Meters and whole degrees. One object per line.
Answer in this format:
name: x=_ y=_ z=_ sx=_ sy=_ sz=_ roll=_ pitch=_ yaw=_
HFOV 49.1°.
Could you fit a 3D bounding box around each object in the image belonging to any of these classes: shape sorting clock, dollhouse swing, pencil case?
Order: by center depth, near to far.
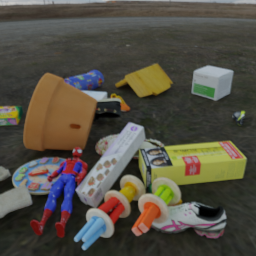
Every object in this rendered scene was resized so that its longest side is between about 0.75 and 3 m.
shape sorting clock: x=-2.351 y=1.312 z=8.031 sx=1.821 sy=0.357 sz=1.821 roll=0 pitch=28 yaw=0
pencil case: x=-2.307 y=-2.313 z=14.314 sx=1.011 sy=0.908 sz=2.327 roll=40 pitch=42 yaw=18
dollhouse swing: x=0.743 y=-2.197 z=14.714 sx=1.918 sy=1.855 sz=2.110 roll=53 pitch=44 yaw=5

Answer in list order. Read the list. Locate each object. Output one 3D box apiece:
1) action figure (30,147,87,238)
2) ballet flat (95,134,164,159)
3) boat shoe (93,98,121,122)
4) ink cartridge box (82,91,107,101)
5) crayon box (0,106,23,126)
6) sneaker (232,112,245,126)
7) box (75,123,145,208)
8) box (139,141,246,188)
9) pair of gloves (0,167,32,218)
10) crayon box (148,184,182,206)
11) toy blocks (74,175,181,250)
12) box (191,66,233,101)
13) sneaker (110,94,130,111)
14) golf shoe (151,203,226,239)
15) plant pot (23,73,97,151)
action figure: x=-1.609 y=1.424 z=7.237 sx=0.898 sy=0.709 sz=2.745 roll=-1 pitch=32 yaw=7
ballet flat: x=0.057 y=0.568 z=8.859 sx=2.276 sy=0.861 sz=0.727 roll=2 pitch=-17 yaw=4
boat shoe: x=-1.417 y=-0.659 z=11.172 sx=2.323 sy=0.850 sz=0.728 roll=-5 pitch=72 yaw=6
ink cartridge box: x=-1.916 y=-1.180 z=12.703 sx=1.469 sy=0.434 sz=1.835 roll=6 pitch=27 yaw=12
crayon box: x=-5.100 y=-0.494 z=11.448 sx=1.292 sy=0.377 sz=1.114 roll=-3 pitch=28 yaw=-6
sneaker: x=4.433 y=-0.384 z=11.312 sx=0.445 sy=0.406 sz=1.100 roll=7 pitch=20 yaw=26
box: x=-0.395 y=0.939 z=7.722 sx=0.517 sy=0.553 sz=2.671 roll=18 pitch=51 yaw=27
box: x=1.804 y=1.037 z=8.147 sx=2.883 sy=0.722 sz=1.085 roll=-3 pitch=28 yaw=-6
pair of gloves: x=-3.749 y=1.804 z=7.050 sx=2.052 sy=0.423 sz=2.413 roll=-25 pitch=35 yaw=-34
crayon box: x=0.958 y=1.802 z=7.208 sx=0.643 sy=0.257 sz=1.012 roll=-6 pitch=29 yaw=-12
toy blocks: x=-0.009 y=1.905 z=6.143 sx=1.730 sy=0.754 sz=2.075 roll=-3 pitch=21 yaw=36
box: x=4.158 y=-2.243 z=13.872 sx=1.424 sy=1.220 sz=1.417 roll=-25 pitch=36 yaw=-38
sneaker: x=-0.400 y=-1.117 z=12.489 sx=0.470 sy=0.497 sz=1.288 roll=-19 pitch=41 yaw=-37
golf shoe: x=1.282 y=1.948 z=6.334 sx=1.779 sy=0.819 sz=0.646 roll=2 pitch=31 yaw=8
plant pot: x=-2.092 y=-0.324 z=9.222 sx=1.774 sy=2.535 sz=2.535 roll=16 pitch=27 yaw=-6
